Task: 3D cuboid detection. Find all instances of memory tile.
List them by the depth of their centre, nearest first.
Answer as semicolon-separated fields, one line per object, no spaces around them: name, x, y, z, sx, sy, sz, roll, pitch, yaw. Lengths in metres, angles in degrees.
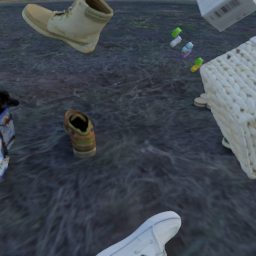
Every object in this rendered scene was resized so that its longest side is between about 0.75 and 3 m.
memory tile;3.595;-0.924;10.294;1.999;0.168;1.532;21;36;31

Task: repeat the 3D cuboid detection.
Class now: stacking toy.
stacking toy;0.941;-1.227;4.415;0.192;0.617;0.819;-39;-3;7

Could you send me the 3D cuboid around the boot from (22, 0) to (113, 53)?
boot;-1.654;-3.123;7.639;2.188;1.701;0.796;25;57;-18

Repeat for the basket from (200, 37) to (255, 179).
basket;1.471;-0.262;3.160;0.878;0.965;1.423;-21;35;10

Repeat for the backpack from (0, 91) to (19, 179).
backpack;-3.847;0.533;5.862;2.732;2.104;2.602;-6;22;-3

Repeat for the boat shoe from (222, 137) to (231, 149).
boat shoe;3.473;-0.049;8.224;0.797;0.706;2.178;24;38;35

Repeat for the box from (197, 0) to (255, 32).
box;2.904;-3.863;8.330;1.309;1.127;1.316;-26;-23;37

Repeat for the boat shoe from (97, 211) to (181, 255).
boat shoe;0.308;2.085;4.562;1.841;0.680;0.785;-21;36;-28

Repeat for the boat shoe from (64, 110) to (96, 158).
boat shoe;-1.404;-0.095;8.211;0.844;0.798;2.347;-12;32;-19
